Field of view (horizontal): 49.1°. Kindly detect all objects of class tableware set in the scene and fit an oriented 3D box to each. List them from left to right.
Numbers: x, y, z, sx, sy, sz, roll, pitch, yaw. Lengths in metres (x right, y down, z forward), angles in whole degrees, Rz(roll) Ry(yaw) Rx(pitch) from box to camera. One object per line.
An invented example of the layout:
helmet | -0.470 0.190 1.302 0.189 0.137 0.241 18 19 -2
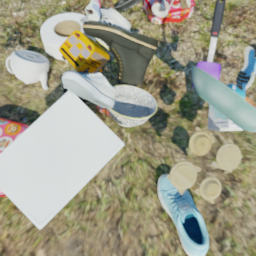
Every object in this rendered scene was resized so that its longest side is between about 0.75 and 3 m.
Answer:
tableware set | 1.857 0.917 6.720 1.490 0.207 1.783 32 86 -12

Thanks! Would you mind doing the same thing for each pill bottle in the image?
pill bottle | 1.401 -4.893 10.760 0.648 0.648 1.136 21 73 14

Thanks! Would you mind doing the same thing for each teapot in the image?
teapot | -3.886 -2.267 10.890 1.533 1.135 1.554 6 31 -29

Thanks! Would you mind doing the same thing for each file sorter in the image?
file sorter | -1.550 0.712 6.478 1.674 1.502 2.413 45 81 3

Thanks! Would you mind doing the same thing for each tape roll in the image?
tape roll | -2.596 -4.003 12.220 2.321 0.812 2.321 0 56 0

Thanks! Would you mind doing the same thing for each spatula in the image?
spatula | 1.997 -1.952 6.580 0.604 2.137 0.220 11 19 13

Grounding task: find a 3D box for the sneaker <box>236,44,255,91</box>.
sneaker | 2.543 -1.229 5.801 0.351 0.937 0.406 25 19 36

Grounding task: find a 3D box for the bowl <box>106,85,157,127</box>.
bowl | 0.007 -0.468 7.540 1.439 0.675 1.439 8 41 -7

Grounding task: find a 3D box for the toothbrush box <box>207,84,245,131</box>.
toothbrush box | 2.824 -0.552 8.087 0.538 0.923 1.261 9 84 -23

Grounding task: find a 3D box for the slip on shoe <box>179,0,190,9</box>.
slip on shoe | 1.365 -3.455 7.222 0.253 0.318 0.836 -17 86 4

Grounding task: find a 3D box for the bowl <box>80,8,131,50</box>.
bowl | -0.524 -3.319 9.311 0.935 1.993 1.993 -47 59 20

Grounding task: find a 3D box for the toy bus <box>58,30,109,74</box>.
toy bus | -1.212 -2.091 8.273 0.786 2.416 0.946 45 100 0

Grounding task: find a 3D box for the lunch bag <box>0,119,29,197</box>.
lunch bag | -3.985 0.880 8.776 2.077 0.966 2.359 12 57 8

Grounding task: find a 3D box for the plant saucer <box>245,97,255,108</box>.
plant saucer | 4.192 -0.757 10.377 1.013 0.190 1.013 0 56 1

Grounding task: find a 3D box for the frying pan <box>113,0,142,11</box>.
frying pan | 0.478 -4.492 8.978 2.346 0.382 1.419 -46 31 -14

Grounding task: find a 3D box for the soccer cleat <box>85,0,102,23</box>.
soccer cleat | -1.055 -3.522 8.228 0.466 0.377 1.079 11 52 -33

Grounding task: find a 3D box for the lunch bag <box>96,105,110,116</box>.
lunch bag | -0.549 -0.908 10.321 1.082 0.443 0.953 25 59 16

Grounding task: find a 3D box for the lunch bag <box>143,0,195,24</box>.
lunch bag | 1.979 -5.785 13.438 2.241 0.918 1.974 -18 62 -11

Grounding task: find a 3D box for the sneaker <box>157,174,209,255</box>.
sneaker | 1.578 2.259 7.807 0.920 1.020 2.489 -19 58 -14

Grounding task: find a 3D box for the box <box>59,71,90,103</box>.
box | -1.381 -1.052 7.512 0.754 0.949 0.218 -12 51 -13

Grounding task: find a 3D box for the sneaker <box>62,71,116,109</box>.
sneaker | -0.798 -0.921 5.992 0.595 1.629 0.577 5 78 27

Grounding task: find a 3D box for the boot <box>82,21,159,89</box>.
boot | -0.320 -1.878 7.285 1.980 1.369 0.767 14 16 -7

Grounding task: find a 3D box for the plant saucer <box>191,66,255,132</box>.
plant saucer | 1.927 -0.458 5.484 2.020 2.020 0.389 44 105 25

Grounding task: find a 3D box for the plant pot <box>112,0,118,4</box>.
plant pot | -0.350 -6.224 13.832 0.823 0.584 0.823 -7 54 10
